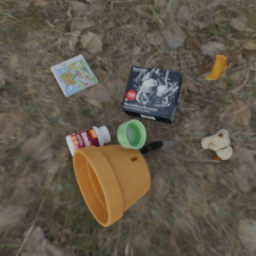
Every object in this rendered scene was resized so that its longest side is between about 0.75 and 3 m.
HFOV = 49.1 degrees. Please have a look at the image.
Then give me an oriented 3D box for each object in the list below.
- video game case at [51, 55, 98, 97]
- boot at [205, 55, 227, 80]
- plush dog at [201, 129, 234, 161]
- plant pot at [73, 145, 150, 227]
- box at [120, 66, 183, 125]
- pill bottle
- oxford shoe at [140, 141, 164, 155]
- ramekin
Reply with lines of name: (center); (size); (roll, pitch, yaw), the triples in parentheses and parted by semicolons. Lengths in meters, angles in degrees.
video game case: (-2.103, -2.049, 10.893); (1.353, 0.164, 1.486); (-27, 68, -12)
boot: (2.642, -1.833, 8.424); (0.952, 0.681, 0.335); (-21, 27, -35)
plush dog: (3.146, 0.618, 9.387); (1.072, 0.860, 0.921); (-25, 91, -11)
plant pot: (-0.405, 1.411, 7.891); (1.543, 2.204, 2.204); (-19, 65, -26)
box: (0.756, -1.027, 8.750); (1.601, 0.833, 1.458); (12, 82, 16)
pill bottle: (-1.314, 0.417, 9.364); (1.336, 0.754, 0.754); (-21, 67, -18)
oxford shoe: (0.802, 0.603, 9.368); (0.849, 0.358, 0.308); (-21, 99, 21)
ramekin: (0.074, 0.187, 7.426); (0.772, 0.377, 0.772); (8, 78, -42)
